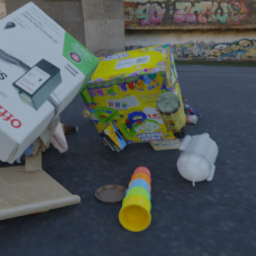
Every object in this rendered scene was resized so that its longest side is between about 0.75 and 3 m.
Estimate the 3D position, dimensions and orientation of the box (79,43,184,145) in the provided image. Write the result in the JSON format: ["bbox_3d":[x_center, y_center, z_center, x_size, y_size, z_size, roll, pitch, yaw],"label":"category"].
[{"bbox_3d":[0.234,-1.015,9.608,2.871,2.765,1.751,-5,41,19],"label":"box"}]

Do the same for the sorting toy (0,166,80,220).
[{"bbox_3d":[-2.934,1.524,6.531,2.638,0.520,2.850,-1,10,-42],"label":"sorting toy"}]

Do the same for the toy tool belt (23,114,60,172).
[{"bbox_3d":[-3.405,-0.110,7.236,2.992,1.839,1.868,22,-7,-11],"label":"toy tool belt"}]

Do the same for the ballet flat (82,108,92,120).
[{"bbox_3d":[-1.409,-0.538,13.038,1.508,0.492,0.532,17,34,0],"label":"ballet flat"}]

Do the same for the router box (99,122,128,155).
[{"bbox_3d":[-0.454,0.323,9.026,0.222,0.870,0.649,-24,18,48],"label":"router box"}]

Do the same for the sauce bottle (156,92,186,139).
[{"bbox_3d":[1.197,-0.220,7.225,0.595,0.595,1.840,9,-22,26],"label":"sauce bottle"}]

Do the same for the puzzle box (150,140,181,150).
[{"bbox_3d":[1.433,0.612,10.540,1.102,0.140,0.733,-4,17,-11],"label":"puzzle box"}]

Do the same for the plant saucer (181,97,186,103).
[{"bbox_3d":[2.029,-1.545,16.860,2.884,0.527,2.884,-1,17,0],"label":"plant saucer"}]

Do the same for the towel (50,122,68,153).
[{"bbox_3d":[-3.150,-0.801,9.733,0.466,2.759,2.888,-31,36,-2],"label":"towel"}]

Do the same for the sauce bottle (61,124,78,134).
[{"bbox_3d":[-2.803,0.030,11.946,1.280,0.414,0.414,0,17,6],"label":"sauce bottle"}]

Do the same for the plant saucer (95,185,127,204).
[{"bbox_3d":[-0.417,1.690,7.087,0.836,0.134,0.836,-1,18,0],"label":"plant saucer"}]

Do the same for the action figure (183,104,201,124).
[{"bbox_3d":[2.757,-0.620,13.843,1.898,0.993,1.836,22,7,-41],"label":"action figure"}]

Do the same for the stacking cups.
[{"bbox_3d":[0.296,1.523,6.738,0.670,0.670,2.215,3,17,8],"label":"stacking cups"}]

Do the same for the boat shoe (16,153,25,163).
[{"bbox_3d":[-3.212,0.821,9.417,0.420,0.443,1.266,10,20,12],"label":"boat shoe"}]

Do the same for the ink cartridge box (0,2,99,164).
[{"bbox_3d":[-2.369,-1.058,6.198,1.249,2.169,2.972,-40,14,51],"label":"ink cartridge box"}]

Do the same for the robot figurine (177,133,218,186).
[{"bbox_3d":[1.908,0.830,7.728,0.902,1.355,1.598,-36,12,47],"label":"robot figurine"}]
